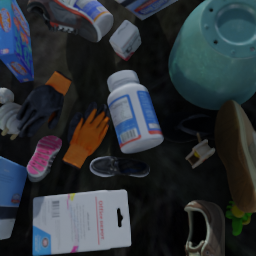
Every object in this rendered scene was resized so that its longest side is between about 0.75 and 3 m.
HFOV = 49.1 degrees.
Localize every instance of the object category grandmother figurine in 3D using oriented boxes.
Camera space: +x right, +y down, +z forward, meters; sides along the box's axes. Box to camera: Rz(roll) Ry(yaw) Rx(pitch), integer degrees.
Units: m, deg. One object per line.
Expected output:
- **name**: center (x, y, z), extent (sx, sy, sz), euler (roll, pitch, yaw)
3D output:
- **grandmother figurine**: center (-4.355, -0.882, 8.317), extent (1.857, 0.562, 1.126), euler (-6, 98, -5)

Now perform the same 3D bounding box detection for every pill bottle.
- **pill bottle**: center (-1.300, -3.719, 8.946), extent (0.899, 0.899, 1.605), euler (-42, 77, -11)
- **pill bottle**: center (0.115, -0.465, 7.818), extent (1.202, 1.202, 2.142), euler (-14, 74, -4)

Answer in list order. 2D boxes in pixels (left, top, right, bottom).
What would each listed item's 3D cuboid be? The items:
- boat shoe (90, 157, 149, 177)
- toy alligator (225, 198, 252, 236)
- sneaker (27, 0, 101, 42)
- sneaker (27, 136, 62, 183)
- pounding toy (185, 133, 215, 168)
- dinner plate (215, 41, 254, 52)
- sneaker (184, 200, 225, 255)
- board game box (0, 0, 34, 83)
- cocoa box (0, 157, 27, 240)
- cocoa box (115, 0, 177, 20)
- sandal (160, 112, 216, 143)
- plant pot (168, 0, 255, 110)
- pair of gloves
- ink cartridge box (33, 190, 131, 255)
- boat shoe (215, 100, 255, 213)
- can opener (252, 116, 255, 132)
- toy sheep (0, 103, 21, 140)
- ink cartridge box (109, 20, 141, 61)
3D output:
- **boat shoe**: center (-0.237, 1.060, 7.666), extent (1.660, 0.550, 0.580), euler (7, 69, 3)
- **toy alligator**: center (3.130, 1.825, 7.487), extent (0.572, 0.625, 2.109), euler (18, 69, 48)
- **sneaker**: center (-1.851, -2.983, 8.002), extent (2.211, 0.852, 0.906), euler (30, 73, -16)
- **sneaker**: center (-2.298, 0.856, 7.623), extent (0.588, 0.697, 1.594), euler (21, 38, -5)
- **pounding toy**: center (1.827, 0.597, 7.539), extent (0.707, 1.237, 0.710), euler (-37, 72, 3)
- **dinner plate**: center (3.798, -3.070, 9.083), extent (2.219, 0.269, 2.219), euler (0, 73, 0)
- **sneaker**: center (1.776, 3.201, 6.614), extent (1.099, 1.025, 2.910), euler (19, 56, -35)
- **board game box**: center (-3.329, -2.642, 8.266), extent (0.470, 1.589, 2.089), euler (-11, 74, -3)
- **cocoa box**: center (-3.879, 1.451, 6.319), extent (1.952, 2.927, 1.921), euler (9, 74, 4)
- **cocoa box**: center (0.785, -4.593, 8.355), extent (1.467, 2.235, 1.491), euler (21, 67, -41)
- **sandal**: center (2.091, -0.054, 8.045), extent (2.388, 0.511, 0.908), euler (1, 73, 0)
- **plant pot**: center (2.624, -2.194, 7.621), extent (2.886, 2.316, 2.886), euler (-1, 77, 4)
- **pair of gloves**: center (-1.711, -0.220, 7.758), extent (2.353, 0.291, 2.097), euler (35, 73, -16)
- **ink cartridge box**: center (-1.108, 2.348, 7.066), extent (2.370, 0.804, 1.365), euler (-7, 73, 5)
- **boat shoe**: center (3.055, 0.674, 7.301), extent (0.960, 1.061, 2.976), euler (4, 66, -18)
- **can opener**: center (3.489, 0.102, 7.626), extent (0.479, 1.217, 0.386), euler (-33, 44, -12)
- **toy sheep**: center (-3.220, -0.213, 7.887), extent (0.930, 0.930, 1.349), euler (-44, 59, -12)
- **ink cartridge box**: center (-0.055, -2.582, 8.361), extent (0.447, 1.071, 0.778), euler (39, 92, 11)
